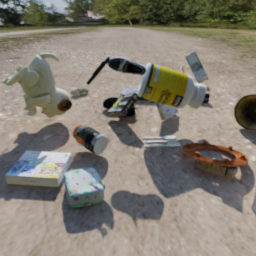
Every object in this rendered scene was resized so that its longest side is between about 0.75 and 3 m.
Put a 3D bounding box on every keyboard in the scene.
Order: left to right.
[{"bbox_3d":[-1.071,-2.042,10.064,0.129,1.249,0.794,39,-1,-2],"label":"keyboard"}]

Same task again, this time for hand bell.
[{"bbox_3d":[5.840,-0.775,12.221,1.461,1.461,2.807,21,20,37],"label":"hand bell"}]

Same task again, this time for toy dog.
[{"bbox_3d":[-3.489,-1.550,11.600,2.477,2.555,1.782,-50,31,-21],"label":"toy dog"}]

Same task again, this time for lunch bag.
[{"bbox_3d":[-1.186,1.607,7.625,1.014,0.487,1.264,-6,26,-19],"label":"lunch bag"}]

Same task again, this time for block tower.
[{"bbox_3d":[2.675,1.184,8.667,1.305,0.352,0.377,19,30,35],"label":"block tower"}]

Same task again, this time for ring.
[{"bbox_3d":[2.832,0.784,9.160,2.119,0.203,2.119,5,13,-1],"label":"ring"}]

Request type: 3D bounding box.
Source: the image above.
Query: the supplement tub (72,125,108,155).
[{"bbox_3d":[-1.326,0.372,9.648,1.181,0.724,0.724,29,37,33],"label":"supplement tub"}]

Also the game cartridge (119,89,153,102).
[{"bbox_3d":[0.580,-1.765,14.897,1.859,0.386,1.238,5,22,11],"label":"game cartridge"}]

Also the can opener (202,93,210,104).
[{"bbox_3d":[3.434,-1.630,14.427,1.536,0.487,0.604,12,29,22],"label":"can opener"}]

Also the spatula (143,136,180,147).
[{"bbox_3d":[1.222,0.501,10.403,1.302,0.105,0.905,-1,26,-3],"label":"spatula"}]

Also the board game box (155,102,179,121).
[{"bbox_3d":[1.682,-1.028,12.390,0.248,1.139,1.144,-15,7,45],"label":"board game box"}]

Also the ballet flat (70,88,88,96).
[{"bbox_3d":[-2.625,-1.949,15.287,1.045,0.395,0.334,-18,55,-26],"label":"ballet flat"}]

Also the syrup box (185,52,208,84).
[{"bbox_3d":[2.630,-2.281,10.710,0.441,1.119,0.456,-26,-13,17],"label":"syrup box"}]

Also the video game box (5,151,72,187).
[{"bbox_3d":[-2.667,1.221,8.584,1.559,0.365,1.420,3,23,6],"label":"video game box"}]

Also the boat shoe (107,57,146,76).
[{"bbox_3d":[-0.103,-2.223,10.254,1.507,0.556,0.515,22,17,13],"label":"boat shoe"}]

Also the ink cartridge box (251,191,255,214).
[{"bbox_3d":[3.656,1.797,6.988,0.947,0.686,0.399,-7,26,-15],"label":"ink cartridge box"}]

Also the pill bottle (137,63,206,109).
[{"bbox_3d":[1.716,-1.571,11.133,2.495,1.398,1.398,16,25,-5],"label":"pill bottle"}]

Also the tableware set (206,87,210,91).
[{"bbox_3d":[4.398,-2.270,16.232,0.754,0.116,0.508,-15,26,-26],"label":"tableware set"}]

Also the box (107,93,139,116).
[{"bbox_3d":[-0.223,-0.977,11.990,1.066,0.325,1.322,-54,24,-17],"label":"box"}]

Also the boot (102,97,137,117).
[{"bbox_3d":[-0.395,-0.933,12.965,1.518,0.562,1.244,-5,32,-7],"label":"boot"}]
